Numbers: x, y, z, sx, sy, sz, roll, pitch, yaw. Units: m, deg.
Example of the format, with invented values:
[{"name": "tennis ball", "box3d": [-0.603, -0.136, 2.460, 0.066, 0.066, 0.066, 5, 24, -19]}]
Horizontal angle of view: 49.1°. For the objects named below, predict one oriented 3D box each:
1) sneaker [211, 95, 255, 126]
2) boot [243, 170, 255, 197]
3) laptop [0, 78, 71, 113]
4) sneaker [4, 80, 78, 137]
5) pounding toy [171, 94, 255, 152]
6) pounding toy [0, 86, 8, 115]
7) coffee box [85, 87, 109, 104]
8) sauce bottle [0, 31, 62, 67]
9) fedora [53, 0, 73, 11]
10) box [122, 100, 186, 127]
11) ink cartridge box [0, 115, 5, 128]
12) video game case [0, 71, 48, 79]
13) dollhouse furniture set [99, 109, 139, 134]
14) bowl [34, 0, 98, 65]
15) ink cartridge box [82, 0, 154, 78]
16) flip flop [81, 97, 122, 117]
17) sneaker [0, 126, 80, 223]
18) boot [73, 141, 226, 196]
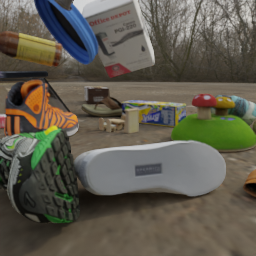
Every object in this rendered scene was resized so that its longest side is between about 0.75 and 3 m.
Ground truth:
[{"name": "sneaker", "box3d": [2.672, -0.594, 7.936, 0.912, 0.820, 2.112, 30, -9, -13]}, {"name": "boot", "box3d": [2.094, 0.736, 3.710, 0.987, 0.378, 0.766, 9, 15, 39]}, {"name": "laptop", "box3d": [-3.984, -1.277, 11.158, 1.515, 2.614, 2.448, -43, 27, -17]}, {"name": "sneaker", "box3d": [-2.008, -0.465, 6.978, 1.000, 1.444, 2.577, 3, 12, 15]}, {"name": "pounding toy", "box3d": [2.279, -0.229, 6.532, 2.501, 1.160, 1.930, 3, 12, 15]}, {"name": "pounding toy", "box3d": [-5.232, -1.070, 8.815, 2.947, 1.685, 1.691, 33, -12, -40]}, {"name": "coffee box", "box3d": [-1.756, -1.836, 15.440, 1.152, 0.814, 2.039, -2, 12, -11]}, {"name": "sauce bottle", "box3d": [-2.609, -1.977, 6.765, 1.921, 0.634, 0.634, 11, 7, -21]}, {"name": "fedora", "box3d": [-1.718, -3.481, 7.334, 0.763, 0.390, 0.863, 17, 36, -51]}, {"name": "box", "box3d": [0.802, -0.505, 9.182, 2.065, 0.664, 0.723, 9, 15, 36]}, {"name": "ink cartridge box", "box3d": [-3.575, -0.233, 8.655, 0.808, 0.343, 0.588, -8, 14, -30]}, {"name": "video game case", "box3d": [-4.895, -2.097, 11.194, 2.728, 0.259, 1.949, 6, 13, 31]}, {"name": "dollhouse furniture set", "box3d": [-0.189, -0.252, 7.981, 0.906, 0.642, 0.986, -10, 15, -43]}, {"name": "bowl", "box3d": [-2.111, -3.498, 9.802, 0.550, 2.804, 2.804, -44, 26, -12]}, {"name": "ink cartridge box", "box3d": [-0.313, -3.749, 11.419, 2.126, 2.919, 1.238, -14, 43, 14]}, {"name": "flip flop", "box3d": [-0.509, -0.810, 10.568, 2.485, 0.715, 1.008, 2, 12, 11]}, {"name": "sneaker", "box3d": [-1.253, 0.572, 3.537, 1.102, 1.010, 2.587, -11, 5, -18]}, {"name": "boot", "box3d": [0.267, 0.520, 3.947, 2.058, 0.757, 0.984, 5, -2, -21]}]
